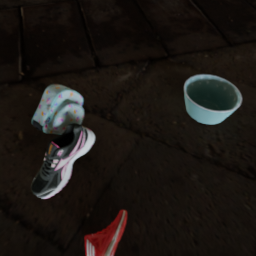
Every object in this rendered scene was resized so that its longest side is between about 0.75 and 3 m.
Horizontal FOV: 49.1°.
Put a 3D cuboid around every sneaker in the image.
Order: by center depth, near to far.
[{"bbox_3d":[-0.617,2.665,7.135,0.851,0.577,1.473,17,51,12],"label":"sneaker"},{"bbox_3d":[-2.047,0.815,8.018,0.968,1.040,2.409,26,77,29],"label":"sneaker"}]

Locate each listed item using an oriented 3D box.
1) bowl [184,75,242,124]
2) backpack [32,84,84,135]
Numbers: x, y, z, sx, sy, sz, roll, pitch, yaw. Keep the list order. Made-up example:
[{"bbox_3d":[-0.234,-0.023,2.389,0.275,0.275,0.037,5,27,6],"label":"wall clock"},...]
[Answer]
[{"bbox_3d":[2.803,-0.870,9.760,1.954,1.022,1.954,3,47,-3],"label":"bowl"},{"bbox_3d":[-2.102,-0.543,8.817,1.178,1.351,1.537,19,92,34],"label":"backpack"}]
